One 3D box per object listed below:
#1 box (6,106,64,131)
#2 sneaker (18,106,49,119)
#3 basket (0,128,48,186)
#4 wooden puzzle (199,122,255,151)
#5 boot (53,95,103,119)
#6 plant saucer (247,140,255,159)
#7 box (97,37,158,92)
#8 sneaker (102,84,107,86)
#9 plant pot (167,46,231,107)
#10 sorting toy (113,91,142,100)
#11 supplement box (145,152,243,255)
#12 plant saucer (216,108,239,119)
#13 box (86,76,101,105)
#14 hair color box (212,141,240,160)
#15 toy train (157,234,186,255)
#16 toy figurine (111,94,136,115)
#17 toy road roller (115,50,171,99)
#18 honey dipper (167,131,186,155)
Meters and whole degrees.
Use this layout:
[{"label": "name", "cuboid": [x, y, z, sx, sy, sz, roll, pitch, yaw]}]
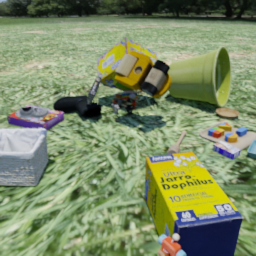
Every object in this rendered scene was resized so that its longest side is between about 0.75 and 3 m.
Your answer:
[{"label": "box", "cuboid": [-3.876, -0.422, 11.776, 1.933, 0.378, 1.323, 12, 29, 22]}, {"label": "sneaker", "cuboid": [-2.698, -0.467, 8.023, 0.834, 0.342, 0.312, -8, 55, -24]}, {"label": "basket", "cuboid": [-3.249, 0.844, 8.325, 1.497, 1.204, 1.484, 0, 27, 1]}, {"label": "wooden puzzle", "cuboid": [3.783, 0.219, 10.501, 1.533, 0.383, 1.655, -19, 33, -34]}, {"label": "boot", "cuboid": [-2.200, -0.873, 12.430, 1.888, 0.699, 1.547, -15, 34, -28]}, {"label": "plant saucer", "cuboid": [5.417, 1.050, 8.987, 2.898, 0.275, 1.013, 16, 31, 30]}, {"label": "box", "cuboid": [-0.013, -2.852, 13.187, 2.055, 1.302, 2.134, 14, -27, -41]}, {"label": "sneaker", "cuboid": [-1.197, -2.528, 16.116, 0.534, 0.349, 0.955, -9, 20, -11]}, {"label": "plant pot", "cuboid": [3.388, -2.421, 13.717, 2.565, 2.790, 2.790, 3, 24, 34]}, {"label": "sorting toy", "cuboid": [-0.009, -1.552, 13.667, 1.010, 0.354, 1.017, -6, 1, -38]}, {"label": "supplement box", "cuboid": [1.284, 1.748, 6.378, 1.304, 1.312, 2.395, -5, 26, -10]}, {"label": "plant saucer", "cuboid": [4.399, -0.622, 12.418, 0.989, 0.175, 0.989, 0, 27, 0]}, {"label": "box", "cuboid": [-1.443, -1.531, 11.703, 0.263, 1.072, 0.864, 22, 68, -7]}, {"label": "hair color box", "cuboid": [3.354, 0.755, 9.576, 0.437, 0.259, 0.800, -20, 31, -33]}, {"label": "toy train", "cuboid": [0.953, 2.653, 4.732, 0.440, 1.187, 1.581, -11, 32, -37]}, {"label": "toy figurine", "cuboid": [-0.193, -1.128, 12.781, 1.073, 0.758, 1.090, 6, 27, 11]}, {"label": "toy road roller", "cuboid": [0.689, -1.954, 11.103, 2.135, 1.312, 1.558, 28, -3, 26]}, {"label": "honey dipper", "cuboid": [1.791, 0.516, 9.997, 0.355, 0.355, 1.868, 10, 26, 19]}]
